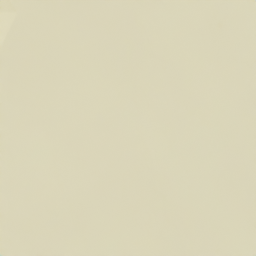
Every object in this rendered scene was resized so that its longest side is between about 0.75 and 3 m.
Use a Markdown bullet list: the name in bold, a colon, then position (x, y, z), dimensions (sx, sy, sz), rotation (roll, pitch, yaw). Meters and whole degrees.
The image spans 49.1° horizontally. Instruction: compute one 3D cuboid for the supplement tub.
- **supplement tub**: position (-0.256, -0.083, 0.799), dimensions (0.984, 0.984, 1.362), rotation (-1, 2, -14)
